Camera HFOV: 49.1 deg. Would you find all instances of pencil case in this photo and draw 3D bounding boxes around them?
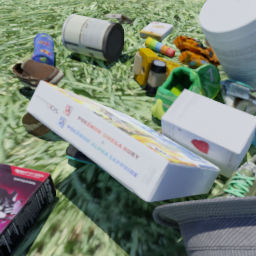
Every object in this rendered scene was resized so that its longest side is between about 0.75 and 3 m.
[{"bbox_3d":[-3.002,-2.621,9.870,0.744,0.828,1.908,7,38,-18],"label":"pencil case"}]

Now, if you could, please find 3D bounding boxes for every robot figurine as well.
[{"bbox_3d":[2.376,-2.407,9.265,1.828,0.532,1.325,5,62,-31],"label":"robot figurine"}]

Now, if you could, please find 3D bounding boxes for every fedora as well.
[{"bbox_3d":[1.784,1.825,3.720,2.650,2.996,1.353,-18,61,37],"label":"fedora"}]

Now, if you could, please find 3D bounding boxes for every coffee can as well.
[{"bbox_3d":[-1.252,-3.259,10.153,1.855,1.358,1.358,20,45,21],"label":"coffee can"}]

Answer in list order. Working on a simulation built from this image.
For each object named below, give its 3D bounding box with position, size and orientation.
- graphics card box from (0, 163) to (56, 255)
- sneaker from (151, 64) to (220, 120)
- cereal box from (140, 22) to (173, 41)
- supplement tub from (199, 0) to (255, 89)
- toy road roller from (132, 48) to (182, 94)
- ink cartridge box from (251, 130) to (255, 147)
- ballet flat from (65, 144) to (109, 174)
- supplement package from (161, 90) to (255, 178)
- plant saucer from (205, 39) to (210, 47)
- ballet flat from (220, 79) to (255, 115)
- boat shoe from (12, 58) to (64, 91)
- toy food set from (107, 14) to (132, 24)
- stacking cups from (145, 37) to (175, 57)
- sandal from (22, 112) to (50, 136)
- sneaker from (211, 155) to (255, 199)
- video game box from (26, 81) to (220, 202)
[{"bbox_3d":[-2.649,1.673,4.699,1.697,0.688,2.705,9,35,16],"label":"graphics card box"},{"bbox_3d":[1.807,-1.203,7.935,1.060,1.196,2.862,31,50,29],"label":"sneaker"},{"bbox_3d":[1.228,-4.168,12.027,0.975,0.268,1.355,19,45,20],"label":"cereal box"},{"bbox_3d":[3.344,-2.259,7.562,1.919,2.909,1.919,-22,49,28],"label":"supplement tub"},{"bbox_3d":[0.949,-1.795,8.843,1.158,0.975,1.586,-7,40,-26],"label":"toy road roller"},{"bbox_3d":[3.827,0.475,6.379,1.120,0.655,1.930,-13,40,-12],"label":"ink cartridge box"},{"bbox_3d":[-0.585,0.648,6.190,1.834,0.623,0.627,20,83,20],"label":"ballet flat"},{"bbox_3d":[1.804,0.113,6.406,1.796,1.089,1.075,26,60,27],"label":"supplement package"},{"bbox_3d":[3.898,-3.523,11.338,1.483,0.238,1.483,0,40,0],"label":"plant saucer"},{"bbox_3d":[2.956,-0.570,6.857,1.030,1.030,2.774,-10,17,-11],"label":"ballet flat"},{"bbox_3d":[-2.689,-1.556,7.936,2.162,0.800,0.798,8,56,45],"label":"boat shoe"},{"bbox_3d":[-0.278,-3.687,9.565,0.545,0.229,0.760,15,9,31],"label":"toy food set"},{"bbox_3d":[1.222,-3.055,10.746,0.388,0.388,1.281,-32,55,-31],"label":"stacking cups"},{"bbox_3d":[-1.950,-0.345,6.967,0.702,1.749,0.472,56,28,-4],"label":"sandal"},{"bbox_3d":[2.080,1.083,5.243,0.795,0.916,2.068,17,28,35],"label":"sneaker"},{"bbox_3d":[0.099,0.289,5.312,2.727,0.701,2.993,29,5,30],"label":"video game box"}]
